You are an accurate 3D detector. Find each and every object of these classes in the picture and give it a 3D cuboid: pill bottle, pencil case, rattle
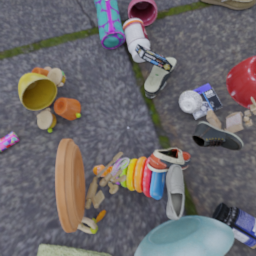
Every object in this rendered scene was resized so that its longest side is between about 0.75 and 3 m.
[{"bbox_3d":[0.366,-3.475,11.186,0.869,0.869,1.587,-13,69,-5],"label":"pill bottle"},{"bbox_3d":[3.420,2.979,8.640,1.511,0.845,0.845,30,71,11],"label":"pill bottle"},{"bbox_3d":[-4.351,0.546,9.841,0.981,0.434,0.434,-35,72,-14],"label":"pencil case"},{"bbox_3d":[-1.426,2.863,8.947,1.140,0.743,0.815,0,54,28],"label":"rattle"},{"bbox_3d":[-0.790,-4.462,11.448,1.026,1.115,2.412,-10,70,-4],"label":"pencil case"}]

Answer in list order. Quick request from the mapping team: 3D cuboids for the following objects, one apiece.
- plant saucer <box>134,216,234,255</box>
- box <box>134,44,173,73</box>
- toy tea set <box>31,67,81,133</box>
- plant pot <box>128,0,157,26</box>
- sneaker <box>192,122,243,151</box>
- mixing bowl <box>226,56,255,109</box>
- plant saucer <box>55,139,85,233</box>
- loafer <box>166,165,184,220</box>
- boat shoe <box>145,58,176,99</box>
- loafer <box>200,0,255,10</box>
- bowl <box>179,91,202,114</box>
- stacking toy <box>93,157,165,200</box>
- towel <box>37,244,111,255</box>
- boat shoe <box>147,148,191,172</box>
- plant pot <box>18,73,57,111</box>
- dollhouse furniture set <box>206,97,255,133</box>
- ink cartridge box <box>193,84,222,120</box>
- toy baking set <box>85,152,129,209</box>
[{"bbox_3d":[1.333,2.987,7.550,2.882,2.882,0.555,-21,89,-8],"label":"plant saucer"},{"bbox_3d":[0.881,-2.424,9.730,1.210,0.278,0.962,21,25,-23],"label":"box"},{"bbox_3d":[-2.665,-1.208,10.443,1.604,0.998,2.697,-24,71,22],"label":"toy tea set"},{"bbox_3d":[0.584,-5.068,11.736,1.195,1.195,1.069,-1,53,0],"label":"plant pot"},{"bbox_3d":[2.387,0.390,7.579,1.328,0.497,0.705,26,45,18],"label":"sneaker"},{"bbox_3d":[4.887,-1.871,10.407,2.146,1.162,2.146,0,68,1],"label":"mixing bowl"},{"bbox_3d":[-1.524,1.555,7.774,0.408,2.528,2.528,-4,68,-1],"label":"plant saucer"},{"bbox_3d":[1.322,1.729,7.615,0.522,0.521,1.493,6,74,-13],"label":"loafer"},{"bbox_3d":[1.220,-1.946,10.721,0.698,0.657,1.943,24,64,22],"label":"boat shoe"},{"bbox_3d":[4.373,-5.796,12.108,2.535,0.855,0.964,6,69,2],"label":"loafer"},{"bbox_3d":[2.168,-0.848,9.953,0.861,0.861,0.404,31,34,11],"label":"bowl"},{"bbox_3d":[-0.023,1.494,9.181,2.405,1.396,1.320,5,72,17],"label":"stacking toy"},{"bbox_3d":[-1.662,4.500,8.251,2.490,0.454,1.848,10,68,4],"label":"towel"},{"bbox_3d":[1.320,0.884,8.351,1.832,0.573,0.652,-2,28,-44],"label":"boat shoe"},{"bbox_3d":[-3.213,-1.353,9.535,1.262,1.262,0.896,-38,59,-14],"label":"plant pot"},{"bbox_3d":[3.442,-0.371,9.233,0.684,1.546,0.801,49,38,-21],"label":"dollhouse furniture set"},{"bbox_3d":[2.752,-1.022,10.436,1.095,0.240,1.105,-26,69,5],"label":"ink cartridge box"},{"bbox_3d":[-0.594,1.572,8.390,1.535,2.000,0.233,-33,112,19],"label":"toy baking set"}]
